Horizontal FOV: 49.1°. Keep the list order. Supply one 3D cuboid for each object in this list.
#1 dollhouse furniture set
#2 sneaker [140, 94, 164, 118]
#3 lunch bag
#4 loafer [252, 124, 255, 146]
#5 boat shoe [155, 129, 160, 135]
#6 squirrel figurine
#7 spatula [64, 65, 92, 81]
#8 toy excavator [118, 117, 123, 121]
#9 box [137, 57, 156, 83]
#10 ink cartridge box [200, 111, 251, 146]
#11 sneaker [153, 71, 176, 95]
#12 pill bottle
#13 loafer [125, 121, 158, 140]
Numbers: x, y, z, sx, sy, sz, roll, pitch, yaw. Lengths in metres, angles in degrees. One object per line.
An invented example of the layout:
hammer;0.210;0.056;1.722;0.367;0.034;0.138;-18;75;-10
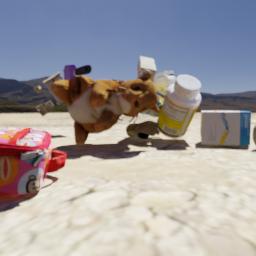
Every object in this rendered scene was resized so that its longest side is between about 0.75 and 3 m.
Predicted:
dollhouse furniture set;-2.732;-1.444;10.978;2.170;1.125;0.961;-36;23;-13
sneaker;0.853;-0.783;10.059;0.998;0.945;2.471;28;10;12
lunch bag;-1.768;0.422;4.003;1.729;0.804;1.963;4;4;-14
loafer;4.376;0.117;7.222;2.475;0.936;0.845;-12;10;-22
boat shoe;0.773;0.098;9.826;0.764;0.239;0.272;7;-7;-19
squirrel figurine;-0.323;-0.840;7.683;2.358;1.788;2.526;-14;13;19
spatula;-1.453;-1.540;7.884;0.234;0.643;2.276;-1;6;-25
toy excavator;-0.921;-0.633;18.033;1.761;0.880;1.712;12;1;-23
box;0.562;-1.844;8.776;0.502;0.418;1.222;11;29;-4
ink cartridge box;2.770;-0.019;8.116;1.302;0.942;0.959;1;5;13
sneaker;1.209;-1.525;9.801;0.734;0.773;1.921;-13;5;37
pill bottle;1.584;-0.641;8.725;1.056;1.932;1.056;7;45;-7
loafer;0.349;0.111;8.278;0.514;0.456;1.352;19;-21;-28
